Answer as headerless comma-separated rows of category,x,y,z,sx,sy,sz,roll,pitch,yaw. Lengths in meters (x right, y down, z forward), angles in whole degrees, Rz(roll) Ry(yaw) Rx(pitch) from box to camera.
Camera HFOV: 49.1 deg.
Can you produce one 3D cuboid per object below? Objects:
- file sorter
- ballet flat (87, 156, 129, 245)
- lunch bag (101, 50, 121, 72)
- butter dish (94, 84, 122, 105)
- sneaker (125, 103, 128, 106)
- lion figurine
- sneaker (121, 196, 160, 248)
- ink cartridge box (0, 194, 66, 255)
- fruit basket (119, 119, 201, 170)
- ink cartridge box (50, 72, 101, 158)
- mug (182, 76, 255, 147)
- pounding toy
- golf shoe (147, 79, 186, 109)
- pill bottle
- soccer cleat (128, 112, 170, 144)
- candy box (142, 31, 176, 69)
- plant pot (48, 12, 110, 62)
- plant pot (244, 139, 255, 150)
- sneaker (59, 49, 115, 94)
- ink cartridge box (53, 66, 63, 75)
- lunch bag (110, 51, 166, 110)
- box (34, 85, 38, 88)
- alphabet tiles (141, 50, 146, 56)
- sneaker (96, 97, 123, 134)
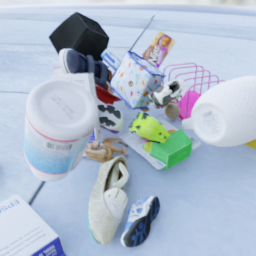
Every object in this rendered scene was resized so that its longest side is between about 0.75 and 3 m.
file sorter,2.589,-1.551,11.357,1.741,1.571,2.505,-9,31,-14
ballet flat,-0.392,1.499,6.629,0.803,0.869,2.575,-36,24,18
lunch bag,-0.513,-2.430,10.423,1.019,0.420,0.819,47,12,23
butter dish,-1.476,-0.724,10.204,1.902,1.410,1.907,-1,-13,30
sneaker,0.070,-1.365,12.220,0.549,0.482,1.370,-1,36,-14
lion figurine,-0.590,0.620,8.310,1.127,0.667,1.840,11,6,5
sneaker,0.214,2.082,6.266,0.552,0.542,1.432,-5,22,35
ink cartridge box,-2.594,2.570,5.321,2.431,0.526,2.386,24,37,37
fruit basket,0.952,0.443,8.605,1.742,0.882,1.881,-25,35,-29
ink cartridge box,-1.488,-0.338,8.251,1.186,2.504,0.464,0,16,15
mug,2.763,-0.354,8.300,2.244,1.889,2.559,-18,2,-37
pounding toy,0.609,-1.232,10.329,1.268,2.733,2.109,-43,51,8
golf shoe,1.325,-1.063,8.032,0.667,0.761,1.727,54,45,2
pill bottle,-1.503,0.223,5.892,1.296,2.383,1.296,11,53,-15
soccer cleat,0.563,0.041,7.933,0.899,0.748,2.217,36,2,-9
candy box,0.997,-2.577,9.400,0.681,1.167,0.330,33,-4,2
plant pot,-1.779,-3.405,10.927,1.740,1.544,1.736,7,42,-48
plant pot,4.567,-0.072,9.165,1.381,1.218,1.381,-24,37,-33
sneaker,-1.312,-2.024,10.277,1.183,1.168,2.978,-7,-16,19
ink cartridge box,-2.285,-2.363,11.565,1.009,0.588,1.395,-7,17,12
lunch bag,0.212,-1.482,8.587,0.943,1.295,1.523,-1,37,-50
box,-4.240,-1.754,13.035,0.270,0.248,0.771,-7,31,-11
alphabet tiles,0.818,-2.325,10.015,0.035,0.936,0.782,-35,6,-6
sneaker,-1.193,-0.516,9.073,2.366,0.987,0.954,37,69,16
